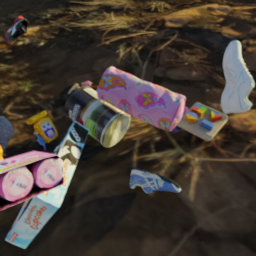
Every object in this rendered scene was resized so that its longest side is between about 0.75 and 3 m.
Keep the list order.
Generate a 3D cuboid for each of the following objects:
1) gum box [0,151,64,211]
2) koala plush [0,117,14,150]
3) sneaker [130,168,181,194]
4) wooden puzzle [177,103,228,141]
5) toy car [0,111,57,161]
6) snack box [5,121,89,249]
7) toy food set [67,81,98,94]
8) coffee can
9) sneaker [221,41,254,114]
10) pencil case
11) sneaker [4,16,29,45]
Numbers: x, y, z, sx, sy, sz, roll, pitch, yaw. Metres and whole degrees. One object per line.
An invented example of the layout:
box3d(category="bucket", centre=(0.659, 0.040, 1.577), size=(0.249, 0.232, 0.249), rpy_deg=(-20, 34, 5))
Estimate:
box3d(category="gum box", centre=(-1.686, 0.742, 3.858), size=(1.463, 0.484, 0.830), rpy_deg=(-18, 11, -40))
box3d(category="koala plush", centre=(-3.334, 0.062, 6.168), size=(1.131, 1.230, 1.091), rpy_deg=(-21, 67, 11))
box3d(category="sneaker", centre=(0.652, 1.418, 6.980), size=(1.325, 0.502, 0.510), rpy_deg=(12, 71, 24))
box3d(category="wooden puzzle", centre=(2.347, -0.283, 8.815), size=(1.211, 0.303, 1.307), rpy_deg=(30, 52, 26))
box3d(category="toy car", centre=(-2.119, 0.351, 5.505), size=(0.982, 1.447, 2.951), rpy_deg=(59, 36, -5))
box3d(category="snack box", centre=(-1.600, 1.061, 5.924), size=(0.464, 1.453, 2.500), rpy_deg=(32, 28, -13))
box3d(category="toy food set", centre=(-1.375, -1.325, 9.900), size=(1.438, 0.226, 0.914), rpy_deg=(14, 46, 15))
box3d(category="coffee can", centre=(-0.896, -0.339, 8.153), size=(1.592, 1.165, 1.165), rpy_deg=(35, 54, 25))
box3d(category="sneaker", centre=(3.256, -1.473, 8.178), size=(0.856, 2.135, 0.751), rpy_deg=(4, 8, 43))
box3d(category="pencil case", centre=(0.352, -0.754, 7.260), size=(2.336, 1.021, 1.021), rpy_deg=(24, 49, 16))
box3d(category="sneaker", centre=(-3.417, -2.990, 8.652), size=(0.493, 0.356, 1.008), rpy_deg=(20, 76, 27))
